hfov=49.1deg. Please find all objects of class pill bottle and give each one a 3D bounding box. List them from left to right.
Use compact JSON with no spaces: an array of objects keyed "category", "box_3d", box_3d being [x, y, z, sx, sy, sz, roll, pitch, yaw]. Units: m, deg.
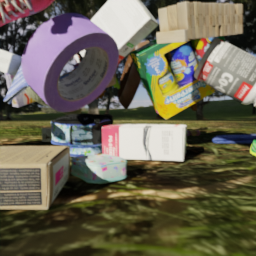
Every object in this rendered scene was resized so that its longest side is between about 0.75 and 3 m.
[{"category":"pill bottle","box_3d":[2.977,-1.373,7.466,2.124,1.210,1.210,32,12,14]}]

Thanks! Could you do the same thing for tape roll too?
[{"category":"tape roll","box_3d":[-1.421,-1.611,7.209,0.993,2.336,2.336,44,24,24]}]

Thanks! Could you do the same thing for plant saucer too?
[{"category":"plant saucer","box_3d":[0.116,-2.185,11.364,0.494,2.867,2.867,17,0,-11]}]

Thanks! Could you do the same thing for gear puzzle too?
[{"category":"gear puzzle","box_3d":[-1.005,-2.644,12.602,1.499,2.895,0.379,6,19,-46]}]

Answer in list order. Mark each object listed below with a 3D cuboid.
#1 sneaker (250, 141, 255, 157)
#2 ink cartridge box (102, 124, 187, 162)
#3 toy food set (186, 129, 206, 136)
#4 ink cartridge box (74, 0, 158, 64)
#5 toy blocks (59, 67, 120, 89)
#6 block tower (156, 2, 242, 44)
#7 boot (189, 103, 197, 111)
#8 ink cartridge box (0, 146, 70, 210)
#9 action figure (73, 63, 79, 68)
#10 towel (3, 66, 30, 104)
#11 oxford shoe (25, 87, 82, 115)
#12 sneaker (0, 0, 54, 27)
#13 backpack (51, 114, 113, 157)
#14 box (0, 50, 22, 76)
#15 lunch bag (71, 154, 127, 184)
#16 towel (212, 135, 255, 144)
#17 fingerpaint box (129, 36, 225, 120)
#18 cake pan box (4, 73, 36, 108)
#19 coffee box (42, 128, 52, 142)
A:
[{"category":"sneaker","box_3d":[4.424,0.638,8.497,0.534,0.602,1.441,-2,4,-45]},{"category":"ink cartridge box","box_3d":[0.585,0.409,8.759,2.404,1.014,1.740,0,3,13]},{"category":"toy food set","box_3d":[3.615,0.345,16.937,1.348,0.334,2.120,-2,-4,-34]},{"category":"ink cartridge box","box_3d":[-0.525,-2.773,8.447,2.580,1.406,0.650,-39,-16,24]},{"category":"toy blocks","box_3d":[-1.485,-1.781,9.905,1.997,1.460,2.921,-21,21,7]},{"category":"block tower","box_3d":[1.925,-2.665,7.054,0.794,0.850,2.941,10,24,45]},{"category":"boot","box_3d":[2.435,-1.823,11.579,0.856,2.500,2.354,-18,24,-7]},{"category":"ink cartridge box","box_3d":[-1.946,0.771,4.835,1.597,0.728,1.939,1,3,-3]},{"category":"action figure","box_3d":[-2.011,-1.842,11.217,0.985,1.470,1.095,21,-38,-33]},{"category":"towel","box_3d":[-3.049,-2.192,9.093,0.337,2.823,2.044,31,-29,-31]},{"category":"oxford shoe","box_3d":[-2.943,-1.332,11.166,1.066,0.819,2.836,-18,-28,29]},{"category":"sneaker","box_3d":[-2.659,-2.498,5.908,2.626,1.139,0.968,-17,-42,5]},{"category":"backpack","box_3d":[-1.539,0.230,9.063,1.798,1.321,1.645,4,9,14]},{"category":"box","box_3d":[-4.288,-2.352,10.297,1.112,0.731,1.118,22,7,26]},{"category":"lunch bag","box_3d":[-0.660,0.856,5.926,0.937,0.450,1.168,-6,6,-37]},{"category":"towel","box_3d":[5.259,0.554,13.583,2.063,0.340,2.849,-1,1,22]},{"category":"fingerpaint box","box_3d":[1.863,-2.035,9.312,2.844,2.373,1.043,-28,24,-4]},{"category":"cake pan box","box_3d":[-4.441,-1.979,12.297,0.470,1.799,1.657,10,26,36]},{"category":"coffee box","box_3d":[-3.093,0.330,13.287,1.730,0.690,0.990,1,3,22]}]
